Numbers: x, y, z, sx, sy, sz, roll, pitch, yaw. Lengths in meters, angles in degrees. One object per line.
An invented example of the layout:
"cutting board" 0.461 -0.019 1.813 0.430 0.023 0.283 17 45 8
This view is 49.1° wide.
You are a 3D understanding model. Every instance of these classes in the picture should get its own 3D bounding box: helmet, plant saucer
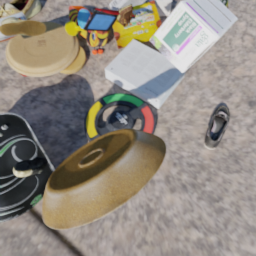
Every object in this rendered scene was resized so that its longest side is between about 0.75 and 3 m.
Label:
"helmet" -3.448 1.087 7.279 2.600 2.727 2.727 -31 66 -18
"plant saucer" -0.571 0.715 5.238 2.632 2.632 0.466 -35 108 -18

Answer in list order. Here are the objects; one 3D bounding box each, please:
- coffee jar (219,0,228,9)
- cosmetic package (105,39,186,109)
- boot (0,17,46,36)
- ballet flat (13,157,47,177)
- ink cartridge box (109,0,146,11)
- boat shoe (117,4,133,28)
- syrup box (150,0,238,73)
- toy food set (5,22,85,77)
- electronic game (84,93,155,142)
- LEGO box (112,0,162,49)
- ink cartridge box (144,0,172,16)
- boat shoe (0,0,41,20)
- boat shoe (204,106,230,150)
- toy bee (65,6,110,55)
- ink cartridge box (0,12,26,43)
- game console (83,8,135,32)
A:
"coffee jar" 2.296 -4.169 8.483 1.132 2.654 1.384 22 70 34
"cosmetic package" 0.617 -1.975 10.046 2.346 0.606 1.769 33 64 16
"boot" -2.594 -2.511 6.899 1.036 0.377 0.806 -12 33 -16
"ballet flat" -1.812 0.793 5.319 0.431 1.298 0.369 12 90 0
"ink cartridge box" 0.430 -4.410 8.892 0.389 1.637 1.656 55 47 -8
"boat shoe" -0.025 -2.168 5.441 0.275 0.763 0.258 -27 97 -8
"syrup box" 1.764 -2.508 7.070 1.156 1.118 2.840 45 39 1
"toy food set" -3.157 -2.969 10.552 2.799 0.681 2.771 -21 63 -11
"electronic game" -0.273 -0.161 9.123 2.326 0.484 2.326 0 61 0
"LEGO box" 0.308 -4.035 10.942 1.855 0.716 1.381 -13 62 5
"ink cartridge box" 0.763 -5.441 11.831 1.921 0.810 1.403 -7 61 -4
"boat shoe" -4.693 -4.615 11.314 1.023 0.918 2.764 26 64 13
"boat shoe" 2.954 -0.094 9.076 0.585 0.499 1.750 23 64 12
"toy bee" -1.422 -3.646 10.580 1.909 1.585 2.917 -3 28 -20
"ink cartridge box" -4.017 -2.426 7.629 1.765 0.546 2.177 4 35 47
"game console" -0.517 -2.981 7.960 0.986 0.679 1.145 28 30 29
